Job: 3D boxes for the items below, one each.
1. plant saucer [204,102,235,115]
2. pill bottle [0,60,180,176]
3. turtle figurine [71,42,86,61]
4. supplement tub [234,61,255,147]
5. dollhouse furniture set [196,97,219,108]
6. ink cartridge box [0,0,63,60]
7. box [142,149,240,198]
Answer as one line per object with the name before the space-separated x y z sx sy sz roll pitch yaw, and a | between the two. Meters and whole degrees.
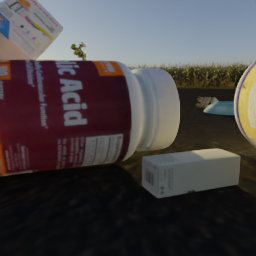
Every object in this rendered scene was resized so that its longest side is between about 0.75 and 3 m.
plant saucer | 4.346 -0.868 11.889 2.200 0.423 2.200 0 11 0
pill bottle | -0.804 -0.223 4.475 2.962 1.691 1.691 -5 11 -21
turtle figurine | -2.189 -3.444 12.677 0.409 1.269 1.023 -18 -11 19
supplement tub | 2.872 -0.272 3.852 2.026 2.026 2.787 0 9 2
dollhouse furniture set | 3.807 -1.149 13.565 0.494 0.578 1.116 40 -10 -27
ink cartridge box | -2.766 -2.230 6.906 1.315 1.339 1.819 -30 26 35
box | 0.830 0.568 3.713 1.235 0.422 0.508 -3 10 -20
